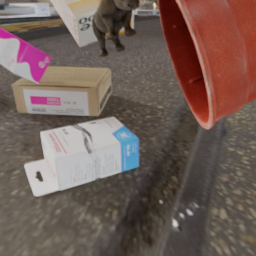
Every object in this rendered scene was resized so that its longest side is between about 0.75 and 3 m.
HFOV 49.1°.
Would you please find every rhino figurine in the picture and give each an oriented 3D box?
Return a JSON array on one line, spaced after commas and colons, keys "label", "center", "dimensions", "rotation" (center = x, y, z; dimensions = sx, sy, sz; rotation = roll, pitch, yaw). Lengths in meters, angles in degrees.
[{"label": "rhino figurine", "center": [-0.265, -2.417, 5.909], "dimensions": [0.728, 1.065, 2.436], "rotation": [-12, -3, -18]}]

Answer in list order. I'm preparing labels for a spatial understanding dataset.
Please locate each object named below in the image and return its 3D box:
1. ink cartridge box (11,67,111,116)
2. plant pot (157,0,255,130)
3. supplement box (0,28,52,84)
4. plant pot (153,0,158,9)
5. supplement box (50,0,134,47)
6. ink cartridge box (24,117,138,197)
[{"label": "ink cartridge box", "center": [-2.157, -1.353, 9.820], "dimensions": [2.821, 1.059, 2.324], "rotation": [4, 28, 7]}, {"label": "plant pot", "center": [2.194, -1.681, 4.961], "dimensions": [2.635, 2.710, 2.710], "rotation": [-20, 27, 5]}, {"label": "supplement box", "center": [-3.425, -2.251, 8.699], "dimensions": [1.895, 0.959, 0.979], "rotation": [33, 5, 34]}, {"label": "plant pot", "center": [1.215, -4.505, 8.861], "dimensions": [1.489, 1.489, 1.292], "rotation": [23, 11, 38]}, {"label": "supplement box", "center": [-1.241, -3.914, 8.509], "dimensions": [1.788, 1.043, 2.837], "rotation": [-24, 60, -16]}, {"label": "ink cartridge box", "center": [-1.098, 0.549, 6.342], "dimensions": [2.364, 0.788, 1.369], "rotation": [-13, 30, -25]}]
